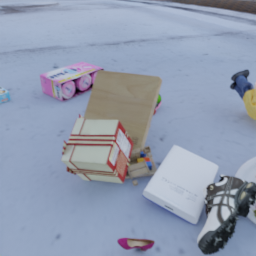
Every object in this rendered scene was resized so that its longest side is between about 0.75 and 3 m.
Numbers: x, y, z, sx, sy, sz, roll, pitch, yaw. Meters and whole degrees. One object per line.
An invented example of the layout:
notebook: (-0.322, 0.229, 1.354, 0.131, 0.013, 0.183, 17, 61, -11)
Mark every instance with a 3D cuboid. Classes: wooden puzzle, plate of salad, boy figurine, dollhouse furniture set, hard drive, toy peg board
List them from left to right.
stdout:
toy peg board: (-0.102, -0.526, 9.490, 2.397, 2.387, 1.172, 12, -7, 29)
wooden puzzle: (0.130, 0.974, 8.457, 1.291, 0.323, 1.394, -6, 32, -9)
dollhouse furniture set: (0.383, 1.149, 8.051, 0.878, 0.502, 1.029, -15, 58, -12)
hard drive: (1.481, 1.408, 7.537, 1.435, 0.276, 2.175, 26, 38, 16)
boy figurine: (4.821, -0.998, 10.463, 0.872, 1.684, 2.708, -23, 53, -1)
plate of salad: (3.978, 1.504, 6.908, 2.596, 0.624, 2.596, -8, 41, 7)

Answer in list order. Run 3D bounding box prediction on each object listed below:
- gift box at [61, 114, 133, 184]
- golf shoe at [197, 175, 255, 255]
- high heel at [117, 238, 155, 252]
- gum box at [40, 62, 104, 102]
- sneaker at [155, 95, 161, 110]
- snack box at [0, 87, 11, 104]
gift box: (-0.866, 0.514, 7.488, 1.494, 1.600, 1.477, 1, 53, 24)
golf shoe: (2.038, 1.884, 6.393, 1.075, 0.885, 2.276, 27, 41, 34)
high heel: (0.167, 2.368, 5.833, 0.765, 0.368, 0.258, 20, 34, -25)
gum box: (-2.504, -2.256, 13.122, 1.530, 0.892, 2.697, 24, 38, 34)
sneaker: (0.085, -1.191, 11.024, 2.814, 1.342, 1.112, -12, 32, -21)
snack box: (-6.431, -1.176, 11.822, 1.391, 0.444, 2.394, 26, 40, 35)
